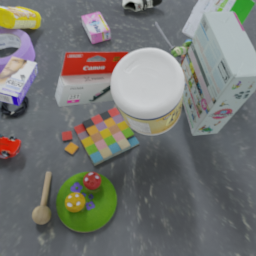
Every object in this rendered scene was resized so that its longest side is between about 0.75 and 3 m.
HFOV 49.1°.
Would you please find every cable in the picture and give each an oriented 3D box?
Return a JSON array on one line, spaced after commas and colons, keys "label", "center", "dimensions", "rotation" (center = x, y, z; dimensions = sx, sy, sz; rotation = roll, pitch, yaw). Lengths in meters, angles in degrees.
[{"label": "cable", "center": [-4.366, -0.970, 10.825], "dimensions": [0.989, 0.308, 1.212], "rotation": [3, 56, 2]}]

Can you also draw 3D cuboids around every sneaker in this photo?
[{"label": "sneaker", "center": [0.704, -6.249, 14.151], "dimensions": [2.051, 0.760, 0.908], "rotation": [1, 56, 12]}]

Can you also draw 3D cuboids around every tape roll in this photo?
[{"label": "tape roll", "center": [-5.312, -3.262, 12.087], "dimensions": [2.353, 0.772, 2.353], "rotation": [0, 56, 1]}]

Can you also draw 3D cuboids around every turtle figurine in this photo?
[{"label": "turtle figurine", "center": [1.826, -2.309, 10.846], "dimensions": [2.524, 1.816, 2.447], "rotation": [7, 66, -24]}]

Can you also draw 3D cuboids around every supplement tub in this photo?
[{"label": "supplement tub", "center": [0.613, -0.830, 7.884], "dimensions": [1.843, 2.553, 1.843], "rotation": [-2, 75, 8]}]

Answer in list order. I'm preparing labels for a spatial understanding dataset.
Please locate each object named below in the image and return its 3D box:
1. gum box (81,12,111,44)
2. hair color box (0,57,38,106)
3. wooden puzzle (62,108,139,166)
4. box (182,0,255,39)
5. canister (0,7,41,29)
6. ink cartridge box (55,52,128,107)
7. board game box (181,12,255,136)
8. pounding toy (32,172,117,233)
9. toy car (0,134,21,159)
[{"label": "gum box", "center": [-1.540, -4.766, 13.230], "dimensions": [0.920, 0.536, 1.621], "rotation": [-19, 58, -11]}, {"label": "hair color box", "center": [-2.836, -1.194, 7.052], "dimensions": [0.674, 0.400, 1.233], "rotation": [15, 53, -3]}, {"label": "wooden puzzle", "center": [-0.830, 0.261, 10.049], "dimensions": [2.976, 0.209, 1.765], "rotation": [-25, 60, -16]}, {"label": "box", "center": [3.091, -3.878, 9.920], "dimensions": [0.923, 1.910, 1.685], "rotation": [13, 24, -35]}, {"label": "canister", "center": [-5.099, -4.984, 12.675], "dimensions": [1.393, 0.812, 1.875], "rotation": [22, 26, 12]}, {"label": "ink cartridge box", "center": [-0.958, -1.353, 7.813], "dimensions": [1.887, 1.638, 0.411], "rotation": [-10, 60, -31]}, {"label": "board game box", "center": [2.418, -1.408, 8.098], "dimensions": [0.953, 2.965, 2.187], "rotation": [-6, 63, -11]}, {"label": "pounding toy", "center": [-1.568, 1.985, 8.335], "dimensions": [2.434, 1.130, 1.879], "rotation": [3, 56, 2]}, {"label": "toy car", "center": [-5.233, 0.314, 9.780], "dimensions": [2.786, 0.621, 2.622], "rotation": [-17, 57, -12]}]
